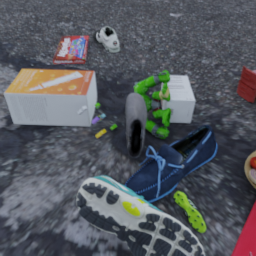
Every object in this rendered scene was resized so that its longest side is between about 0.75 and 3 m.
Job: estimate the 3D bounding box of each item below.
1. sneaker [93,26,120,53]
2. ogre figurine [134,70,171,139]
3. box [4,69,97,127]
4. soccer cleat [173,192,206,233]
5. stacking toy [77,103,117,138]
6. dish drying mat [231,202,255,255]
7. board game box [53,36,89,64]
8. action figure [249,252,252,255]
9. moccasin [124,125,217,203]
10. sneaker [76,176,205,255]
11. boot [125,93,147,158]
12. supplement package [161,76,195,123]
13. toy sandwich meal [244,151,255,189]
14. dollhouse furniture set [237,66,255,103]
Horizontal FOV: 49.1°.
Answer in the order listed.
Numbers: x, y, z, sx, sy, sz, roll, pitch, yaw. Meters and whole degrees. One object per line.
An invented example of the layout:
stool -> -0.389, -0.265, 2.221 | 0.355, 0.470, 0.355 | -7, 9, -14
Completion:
sneaker -> -1.002, -4.279, 12.871 | 0.783, 0.935, 2.113 | -22, 43, -23
ogre figurine -> 0.657, -0.644, 8.007 | 1.092, 1.822, 0.894 | 2, 23, 29
box -> -2.238, -0.939, 8.562 | 2.350, 1.145, 1.462 | 2, 39, 2
soccer cleat -> 1.350, 1.750, 5.931 | 0.397, 0.331, 0.979 | 13, 34, -50
stacking toy -> -0.838, -0.229, 7.811 | 0.899, 0.280, 1.192 | 52, 21, 2
dish drying mat -> 2.929, 2.014, 5.668 | 0.958, 0.227, 2.493 | 21, 45, 31
board game box -> -2.479, -3.506, 12.446 | 1.307, 0.247, 2.540 | -2, 39, -1
action figure -> 1.824, 2.771, 3.832 | 1.394, 1.549, 2.081 | 1, 53, 10
moccasin -> 0.946, 0.714, 6.552 | 2.632, 0.897, 1.059 | -33, 40, -24
sneaker -> 0.287, 1.688, 5.266 | 2.598, 1.007, 1.035 | 35, 13, 9
boot -> 0.218, -0.125, 6.858 | 0.598, 1.128, 1.714 | -4, 84, 0
supplement package -> 1.504, -0.929, 8.782 | 0.822, 0.853, 1.500 | 2, 38, -1
toy sandwich meal -> 3.985, 0.785, 6.016 | 2.790, 0.955, 2.790 | -6, 27, 3
dollhouse furniture set -> 4.928, -1.105, 8.849 | 1.380, 1.043, 2.565 | -18, 43, -21
